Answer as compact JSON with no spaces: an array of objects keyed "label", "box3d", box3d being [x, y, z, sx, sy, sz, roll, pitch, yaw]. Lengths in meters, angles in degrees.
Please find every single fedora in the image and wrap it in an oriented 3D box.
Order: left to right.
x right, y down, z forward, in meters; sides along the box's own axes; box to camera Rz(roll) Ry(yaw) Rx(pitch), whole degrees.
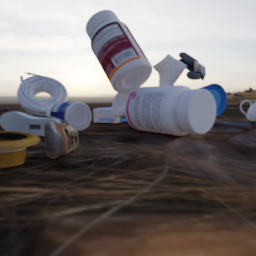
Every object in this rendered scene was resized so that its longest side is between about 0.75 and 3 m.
[{"label":"fedora","box3d":[-2.292,0.409,5.127,1.380,0.563,1.380,3,8,0]}]

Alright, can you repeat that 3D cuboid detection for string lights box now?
[{"label":"string lights box","box3d":[-0.593,-0.653,13.770,1.195,0.686,2.326,3,7,25]}]

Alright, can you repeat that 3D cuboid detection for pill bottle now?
[{"label":"pill bottle","box3d":[-2.335,-0.468,10.621,1.057,1.057,1.903,-6,8,-41]},{"label":"pill bottle","box3d":[-0.421,-2.797,10.143,1.595,2.793,1.595,-24,-22,-10]},{"label":"pill bottle","box3d":[0.509,-0.749,11.293,2.120,1.178,1.178,19,-7,-39]},{"label":"pill bottle","box3d":[1.301,-0.580,9.178,1.589,1.589,2.803,-5,8,-37]}]

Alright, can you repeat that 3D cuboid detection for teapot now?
[{"label":"teapot","box3d":[6.750,-0.910,14.122,1.553,1.135,1.533,-4,7,-25]}]

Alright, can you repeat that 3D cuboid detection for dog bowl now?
[{"label":"dog bowl","box3d":[3.030,-1.038,12.118,2.569,1.432,0.637,-19,14,-16]}]

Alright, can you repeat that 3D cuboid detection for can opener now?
[{"label":"can opener","box3d":[2.569,-2.623,11.901,0.767,0.612,2.293,-12,34,-12]}]

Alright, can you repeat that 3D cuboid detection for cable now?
[{"label":"cable","box3d":[-3.744,-1.400,12.266,2.122,2.122,0.735,8,-38,-16]}]

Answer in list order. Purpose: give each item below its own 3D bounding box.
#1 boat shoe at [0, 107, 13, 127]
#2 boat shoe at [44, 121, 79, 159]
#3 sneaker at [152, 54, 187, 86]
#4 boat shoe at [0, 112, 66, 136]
[{"label":"boat shoe","box3d":[-5.139,-0.311,10.422,0.830,0.831,2.361,-3,13,27]},{"label":"boat shoe","box3d":[-1.453,0.201,6.212,0.732,0.772,2.040,0,8,-19]},{"label":"sneaker","box3d":[1.410,-2.108,11.879,1.196,2.069,0.762,35,2,-3]},{"label":"boat shoe","box3d":[-3.040,-0.089,9.026,2.140,0.757,0.681,9,8,11]}]
